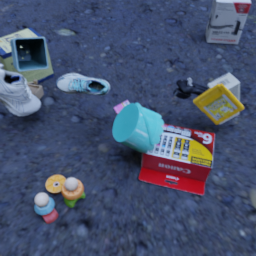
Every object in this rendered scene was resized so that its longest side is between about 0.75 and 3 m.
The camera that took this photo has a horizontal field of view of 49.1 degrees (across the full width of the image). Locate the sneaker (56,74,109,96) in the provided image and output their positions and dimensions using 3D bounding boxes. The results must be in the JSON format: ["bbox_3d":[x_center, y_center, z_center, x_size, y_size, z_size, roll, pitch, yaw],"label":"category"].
[{"bbox_3d":[-1.385,-1.343,8.614,1.672,0.649,0.722,2,7,-9],"label":"sneaker"}]

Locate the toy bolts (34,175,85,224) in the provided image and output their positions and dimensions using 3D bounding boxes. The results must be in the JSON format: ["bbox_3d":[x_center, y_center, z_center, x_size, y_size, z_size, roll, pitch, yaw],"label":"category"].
[{"bbox_3d":[-2.109,1.807,7.934,1.344,0.976,1.407,33,55,27],"label":"toy bolts"}]

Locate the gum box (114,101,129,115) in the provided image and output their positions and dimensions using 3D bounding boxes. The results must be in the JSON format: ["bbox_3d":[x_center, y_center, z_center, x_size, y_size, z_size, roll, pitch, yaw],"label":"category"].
[{"bbox_3d":[-0.097,-0.471,10.044,0.559,0.985,0.326,-29,56,-4],"label":"gum box"}]

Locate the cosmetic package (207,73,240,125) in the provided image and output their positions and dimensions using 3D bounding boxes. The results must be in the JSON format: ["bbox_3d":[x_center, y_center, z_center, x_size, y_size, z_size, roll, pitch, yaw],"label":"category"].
[{"bbox_3d":[3.124,-0.909,9.124,0.837,1.591,0.566,-27,50,-2],"label":"cosmetic package"}]

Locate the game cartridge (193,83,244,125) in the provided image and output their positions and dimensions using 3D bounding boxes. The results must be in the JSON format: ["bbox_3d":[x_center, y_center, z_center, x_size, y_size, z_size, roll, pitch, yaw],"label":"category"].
[{"bbox_3d":[2.573,-0.663,8.004,1.091,0.962,0.177,38,37,-21],"label":"game cartridge"}]

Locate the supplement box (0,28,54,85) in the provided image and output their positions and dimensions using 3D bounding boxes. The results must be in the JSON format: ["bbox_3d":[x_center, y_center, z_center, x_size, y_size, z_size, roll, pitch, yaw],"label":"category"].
[{"bbox_3d":[-4.325,-2.795,11.579,1.837,1.835,1.233,-32,55,-26],"label":"supplement box"}]

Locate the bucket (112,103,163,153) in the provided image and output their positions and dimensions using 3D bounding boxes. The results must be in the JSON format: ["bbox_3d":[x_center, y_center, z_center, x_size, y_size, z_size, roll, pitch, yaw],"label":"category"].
[{"bbox_3d":[0.259,-0.013,8.225,0.910,1.399,1.399,25,36,-34],"label":"bucket"}]

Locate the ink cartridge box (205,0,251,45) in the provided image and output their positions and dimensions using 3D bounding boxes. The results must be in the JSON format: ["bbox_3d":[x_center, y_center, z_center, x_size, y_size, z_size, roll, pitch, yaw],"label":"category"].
[{"bbox_3d":[4.796,-5.254,13.644,1.571,2.178,0.912,5,51,5],"label":"ink cartridge box"}]

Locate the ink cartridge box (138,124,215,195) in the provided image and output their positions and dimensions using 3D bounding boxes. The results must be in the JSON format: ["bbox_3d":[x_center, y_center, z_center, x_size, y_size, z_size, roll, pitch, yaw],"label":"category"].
[{"bbox_3d":[1.532,0.910,8.824,2.112,0.886,1.854,11,49,9],"label":"ink cartridge box"}]

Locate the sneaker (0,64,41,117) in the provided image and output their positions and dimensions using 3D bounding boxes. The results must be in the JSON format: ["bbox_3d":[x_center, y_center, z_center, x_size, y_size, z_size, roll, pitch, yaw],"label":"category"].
[{"bbox_3d":[-3.616,-1.136,9.023,1.123,2.578,0.960,-25,69,13],"label":"sneaker"}]

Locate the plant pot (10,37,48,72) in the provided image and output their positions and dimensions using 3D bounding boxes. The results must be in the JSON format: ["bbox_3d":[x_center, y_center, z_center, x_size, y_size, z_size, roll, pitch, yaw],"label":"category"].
[{"bbox_3d":[-3.419,-2.514,9.436,1.033,1.036,1.055,-15,23,-33],"label":"plant pot"}]

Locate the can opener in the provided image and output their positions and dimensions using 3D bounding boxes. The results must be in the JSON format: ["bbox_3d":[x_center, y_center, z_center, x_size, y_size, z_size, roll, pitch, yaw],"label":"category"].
[{"bbox_3d":[2.201,-1.238,9.106,1.641,0.645,0.520,5,59,-30],"label":"can opener"}]

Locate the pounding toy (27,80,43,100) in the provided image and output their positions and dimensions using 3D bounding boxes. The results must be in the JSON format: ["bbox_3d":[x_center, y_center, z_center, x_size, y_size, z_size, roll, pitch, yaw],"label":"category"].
[{"bbox_3d":[-3.912,-1.509,11.346,0.900,0.469,1.025,10,42,9],"label":"pounding toy"}]
